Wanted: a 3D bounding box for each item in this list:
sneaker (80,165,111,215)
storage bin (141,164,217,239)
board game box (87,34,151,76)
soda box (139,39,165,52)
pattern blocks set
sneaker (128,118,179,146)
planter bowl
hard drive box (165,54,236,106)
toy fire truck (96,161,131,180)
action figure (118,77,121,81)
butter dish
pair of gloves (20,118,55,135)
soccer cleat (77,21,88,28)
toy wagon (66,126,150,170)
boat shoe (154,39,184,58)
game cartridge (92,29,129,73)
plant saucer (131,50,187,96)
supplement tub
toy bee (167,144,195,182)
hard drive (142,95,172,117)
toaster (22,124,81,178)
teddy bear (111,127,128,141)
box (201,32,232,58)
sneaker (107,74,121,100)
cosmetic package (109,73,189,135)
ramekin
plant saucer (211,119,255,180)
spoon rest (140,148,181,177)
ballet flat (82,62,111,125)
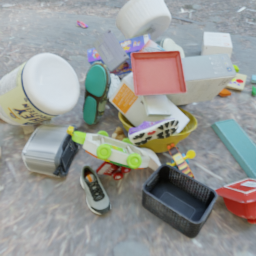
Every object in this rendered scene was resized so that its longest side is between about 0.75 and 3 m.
[{"bbox_3d":[-1.019,1.801,8.180,0.616,0.660,1.666,-21,49,-18],"label":"sneaker"},{"bbox_3d":[1.385,2.002,7.844,1.808,0.848,1.222,27,50,27],"label":"storage bin"},{"bbox_3d":[-0.164,-2.916,11.728,2.587,1.740,0.579,-10,75,13],"label":"board game box"},{"bbox_3d":[0.784,-2.160,10.023,0.767,2.244,0.713,38,81,9],"label":"soda box"},{"bbox_3d":[4.456,-2.194,12.750,2.928,0.237,2.574,24,48,23],"label":"pattern blocks set"},{"bbox_3d":[0.637,-0.023,7.116,1.341,0.541,0.559,-15,42,-5],"label":"sneaker"},{"bbox_3d":[0.931,0.095,9.501,2.614,1.089,2.614,5,27,-2],"label":"planter bowl"},{"bbox_3d":[2.109,-1.569,9.610,2.356,1.836,0.905,-9,71,-16],"label":"hard drive box"},{"bbox_3d":[-0.424,1.159,8.605,0.816,0.972,0.545,18,38,-39],"label":"toy fire truck"},{"bbox_3d":[-0.609,-1.839,11.978,0.290,0.835,0.543,13,62,-39],"label":"action figure"},{"bbox_3d":[3.355,2.080,7.670,1.466,1.087,1.470,-13,3,-18],"label":"butter dish"},{"bbox_3d":[-3.527,-0.316,10.692,1.225,0.215,1.042,-28,57,-17],"label":"pair of gloves"},{"bbox_3d":[-2.809,-6.314,17.104,0.826,0.302,0.282,23,48,23],"label":"soccer cleat"},{"bbox_3d":[-0.584,0.515,7.721,2.338,0.463,1.814,17,8,-9],"label":"toy wagon"},{"bbox_3d":[1.655,-2.882,11.133,0.699,2.262,0.823,7,84,30],"label":"boat shoe"},{"bbox_3d":[-0.586,-2.540,9.252,1.235,0.801,0.237,59,21,12],"label":"game cartridge"},{"bbox_3d":[0.867,-1.565,8.213,1.497,0.275,1.494,-4,67,-2],"label":"plant saucer"},{"bbox_3d":[-3.129,-1.138,9.333,2.673,1.938,1.938,-14,30,41],"label":"supplement tub"},{"bbox_3d":[1.475,0.946,8.733,1.012,0.840,1.545,-44,39,-12],"label":"toy bee"},{"bbox_3d":[0.800,-0.883,8.453,0.796,0.158,1.206,0,60,-25],"label":"hard drive"},{"bbox_3d":[-2.449,0.741,8.991,1.310,1.152,2.028,6,46,12],"label":"toaster"},{"bbox_3d":[-0.227,0.441,9.485,0.419,0.909,1.254,-26,50,-11],"label":"teddy bear"},{"bbox_3d":[4.302,-3.885,13.793,1.285,1.007,2.066,8,36,10],"label":"box"},{"bbox_3d":[-0.566,-1.579,10.993,0.869,0.937,2.313,6,17,-40],"label":"sneaker"},{"bbox_3d":[0.643,-0.580,9.090,2.370,1.202,0.844,44,48,5],"label":"cosmetic package"},{"bbox_3d":[0.676,-4.293,11.341,2.169,2.169,1.057,-24,78,-23],"label":"ramekin"},{"bbox_3d":[3.977,0.667,9.705,0.985,0.267,2.818,-11,45,-11],"label":"plant saucer"},{"bbox_3d":[0.943,1.146,8.862,1.795,0.892,0.544,21,65,4],"label":"spoon rest"},{"bbox_3d":[-1.050,-1.293,9.865,0.988,2.662,0.988,12,45,-12],"label":"ballet flat"}]
